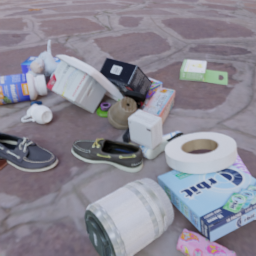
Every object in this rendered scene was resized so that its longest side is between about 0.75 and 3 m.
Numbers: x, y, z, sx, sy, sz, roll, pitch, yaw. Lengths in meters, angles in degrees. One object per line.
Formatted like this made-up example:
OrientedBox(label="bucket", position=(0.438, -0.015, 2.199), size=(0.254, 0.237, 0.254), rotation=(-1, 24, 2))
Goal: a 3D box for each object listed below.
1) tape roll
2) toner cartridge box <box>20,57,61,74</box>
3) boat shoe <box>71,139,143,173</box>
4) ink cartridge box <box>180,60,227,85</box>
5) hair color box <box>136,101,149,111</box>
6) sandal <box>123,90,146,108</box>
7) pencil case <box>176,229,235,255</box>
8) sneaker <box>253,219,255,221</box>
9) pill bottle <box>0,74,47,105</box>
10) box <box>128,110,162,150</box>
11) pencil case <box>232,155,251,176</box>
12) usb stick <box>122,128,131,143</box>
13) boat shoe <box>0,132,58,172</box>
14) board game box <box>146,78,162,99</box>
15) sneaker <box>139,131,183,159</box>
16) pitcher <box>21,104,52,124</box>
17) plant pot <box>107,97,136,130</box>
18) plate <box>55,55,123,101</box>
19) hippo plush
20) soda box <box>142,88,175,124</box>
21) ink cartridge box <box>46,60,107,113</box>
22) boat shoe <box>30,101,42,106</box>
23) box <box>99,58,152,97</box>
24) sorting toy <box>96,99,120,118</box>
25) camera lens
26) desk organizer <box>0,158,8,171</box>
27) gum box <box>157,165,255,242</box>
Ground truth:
OrientedBox(label="tape roll", position=(2.358, 0.767, 9.224), size=(2.319, 0.424, 2.319), rotation=(-10, 19, 4))
OrientedBox(label="toner cartridge box", position=(-4.645, -3.665, 16.651), size=(2.961, 0.639, 1.407), rotation=(4, 34, 6))
OrientedBox(label="boat shoe", position=(-0.770, 0.775, 9.944), size=(2.742, 0.826, 0.977), rotation=(11, 36, 16))
OrientedBox(label="ink cartridge box", position=(4.390, -3.231, 16.088), size=(2.608, 0.625, 1.897), rotation=(8, 35, 15))
OrientedBox(label="hair color box", position=(0.714, -1.030, 13.129), size=(0.804, 0.244, 0.398), rotation=(-5, 35, -7))
OrientedBox(label="sandal", position=(0.221, -1.210, 12.293), size=(1.056, 0.634, 2.811), rotation=(12, 4, 2))
OrientedBox(label="pencil case", position=(1.910, 3.031, 6.876), size=(1.399, 0.612, 0.612), rotation=(18, 38, 23))
OrientedBox(label="sneaker", position=(4.024, 1.917, 8.049), size=(2.365, 1.064, 0.827), rotation=(-6, 35, -9))
OrientedBox(label="pill bottle", position=(-5.175, -1.912, 13.489), size=(2.340, 1.311, 1.311), rotation=(-11, 36, -15))
OrientedBox(label="box", position=(0.603, 0.055, 9.691), size=(0.995, 1.000, 0.653), rotation=(24, 47, 34))
OrientedBox(label="pencil case", position=(3.581, 1.386, 9.278), size=(0.650, 0.662, 1.548), rotation=(-38, 28, 21))
OrientedBox(label="usb stick", position=(0.195, 0.054, 11.338), size=(0.271, 0.461, 1.663), rotation=(5, 33, 24))
OrientedBox(label="boat shoe", position=(-3.802, 0.782, 9.889), size=(2.790, 0.875, 1.014), rotation=(12, 36, 17))
OrientedBox(label="board game box", position=(0.639, -2.262, 14.773), size=(1.943, 0.435, 1.306), rotation=(27, 43, 34))
OrientedBox(label="sneaker", position=(1.267, 0.535, 10.425), size=(2.016, 0.724, 0.730), rotation=(-21, 37, -31))
OrientedBox(label="pitcher", position=(-3.928, -0.505, 12.015), size=(1.257, 0.762, 1.078), rotation=(18, 54, 42))
OrientedBox(label="plant pot", position=(-0.162, -0.685, 11.505), size=(1.202, 1.043, 1.202), rotation=(8, 61, -15))
OrientedBox(label="plate", position=(-1.637, -2.331, 13.106), size=(2.878, 2.884, 0.466), rotation=(32, 87, 39))
OrientedBox(label="hippo plush", position=(-4.120, -2.970, 15.137), size=(1.921, 1.903, 2.390), rotation=(29, 50, -12))
OrientedBox(label="soda box", position=(1.335, -0.845, 12.288), size=(0.808, 0.869, 2.541), rotation=(15, 37, 19))
OrientedBox(label="ink cartridge box", position=(-2.295, -1.875, 12.780), size=(2.079, 1.504, 1.511), rotation=(28, 86, 34))
OrientedBox(label="boat shoe", position=(-4.367, -1.112, 13.176), size=(0.265, 0.325, 0.771), rotation=(12, 10, 16))
OrientedBox(label="box", position=(-0.119, -2.346, 13.438), size=(1.919, 1.747, 0.999), rotation=(23, 85, 34))
OrientedBox(label="sorting toy", position=(-0.669, -0.825, 12.413), size=(1.031, 0.705, 1.716), rotation=(-27, 42, -34))
OrientedBox(label="camera lens", position=(-0.013, 2.304, 7.057), size=(1.919, 1.535, 1.535), rotation=(-23, 40, -29))
OrientedBox(label="desk organizer", position=(-4.928, 1.057, 9.822), size=(1.304, 0.502, 0.468), rotation=(14, 36, 19))
OrientedBox(label="gum box", position=(2.404, 1.810, 8.015), size=(2.166, 0.568, 2.549), rotation=(-18, 24, -18))
